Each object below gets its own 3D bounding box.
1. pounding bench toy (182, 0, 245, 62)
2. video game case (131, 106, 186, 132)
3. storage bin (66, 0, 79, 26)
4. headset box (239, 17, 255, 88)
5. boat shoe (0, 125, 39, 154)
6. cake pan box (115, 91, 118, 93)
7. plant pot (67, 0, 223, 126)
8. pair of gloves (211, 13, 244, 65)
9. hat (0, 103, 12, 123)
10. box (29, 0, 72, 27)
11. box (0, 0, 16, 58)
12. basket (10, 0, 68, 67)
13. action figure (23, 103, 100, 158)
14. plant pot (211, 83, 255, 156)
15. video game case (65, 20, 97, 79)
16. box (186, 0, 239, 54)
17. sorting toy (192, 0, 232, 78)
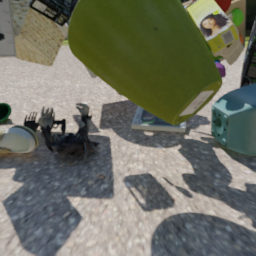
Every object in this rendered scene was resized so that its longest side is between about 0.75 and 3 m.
[{"bbox_3d":[3.055,-3.452,9.427,2.656,1.650,2.072,-29,36,-20],"label":"pounding bench toy"},{"bbox_3d":[1.166,-0.418,10.201,1.857,0.217,1.688,4,32,11],"label":"video game case"},{"bbox_3d":[-1.641,-3.650,8.091,0.634,1.352,0.914,-25,-8,-18],"label":"storage bin"},{"bbox_3d":[4.828,-2.849,9.720,1.167,2.516,2.191,12,60,15],"label":"headset box"},{"bbox_3d":[-3.539,0.398,7.886,2.268,0.847,0.776,1,23,29],"label":"boat shoe"},{"bbox_3d":[0.912,-1.996,13.911,2.286,0.649,2.482,-14,26,-36],"label":"cake pan box"},{"bbox_3d":[0.517,-1.352,5.386,2.346,2.346,2.507,-22,65,-42],"label":"plant pot"},{"bbox_3d":[2.045,-1.586,6.707,1.563,1.838,0.322,35,6,-48],"label":"pair of gloves"},{"bbox_3d":[-4.696,-0.402,10.683,0.850,0.903,1.026,25,64,13],"label":"hat"},{"bbox_3d":[-1.618,-2.658,5.922,0.799,0.654,0.344,22,-36,-38],"label":"box"},{"bbox_3d":[-3.633,-2.812,7.266,0.586,1.948,1.136,4,15,26],"label":"box"},{"bbox_3d":[-3.431,-3.327,9.303,1.823,1.660,2.690,15,-5,11],"label":"basket"},{"bbox_3d":[-1.882,-0.013,8.077,2.771,1.414,1.647,17,17,39],"label":"action figure"},{"bbox_3d":[3.446,-0.183,8.177,1.777,1.744,1.740,-10,24,-9],"label":"plant pot"},{"bbox_3d":[-1.671,-3.982,12.555,0.289,2.621,2.386,0,50,31],"label":"video game case"},{"bbox_3d":[1.613,-2.096,5.504,0.546,0.364,1.452,-31,42,19],"label":"box"},{"bbox_3d":[2.306,-2.629,7.520,0.947,2.731,0.941,-4,43,19],"label":"sorting toy"}]
